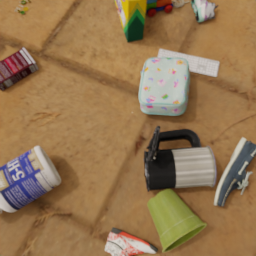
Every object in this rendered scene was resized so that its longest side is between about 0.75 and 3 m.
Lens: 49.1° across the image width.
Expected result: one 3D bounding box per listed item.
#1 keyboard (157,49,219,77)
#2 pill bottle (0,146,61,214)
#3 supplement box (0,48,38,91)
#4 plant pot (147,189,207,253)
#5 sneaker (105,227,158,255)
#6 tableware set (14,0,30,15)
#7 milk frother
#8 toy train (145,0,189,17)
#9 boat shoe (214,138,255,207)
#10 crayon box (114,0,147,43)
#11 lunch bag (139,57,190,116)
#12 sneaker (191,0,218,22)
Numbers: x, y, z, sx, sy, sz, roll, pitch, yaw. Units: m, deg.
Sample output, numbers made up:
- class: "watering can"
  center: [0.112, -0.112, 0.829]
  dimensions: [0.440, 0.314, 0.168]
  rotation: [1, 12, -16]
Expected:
- class: "keyboard"
  center: [2.525, -2.764, 11.911]
  dimensions: [2.591, 0.138, 0.729]
  rotation: [14, 70, 6]
- class: "pill bottle"
  center: [-3.735, 1.884, 9.381]
  dimensions: [2.569, 1.537, 1.537]
  rotation: [-32, 72, -12]
- class: "supplement box"
  center: [-4.753, -2.415, 11.555]
  dimensions: [1.775, 0.540, 0.966]
  rotation: [-35, 74, -13]
- class: "plant pot"
  center: [1.411, 2.899, 9.116]
  dimensions: [1.634, 1.634, 1.551]
  rotation: [-28, 60, -10]
- class: "sneaker"
  center: [0.067, 3.982, 9.113]
  dimensions: [1.661, 0.555, 0.890]
  rotation: [20, 71, 11]
- class: "tableware set"
  center: [-4.865, -5.656, 13.020]
  dimensions: [0.583, 0.133, 0.866]
  rotation: [25, 71, 9]
- class: "milk frother"
  center: [1.671, 0.993, 9.149]
  dimensions: [2.256, 2.399, 2.165]
  rotation: [-5, 85, -1]
- class: "toy train"
  center: [1.769, -5.929, 12.492]
  dimensions: [2.254, 1.304, 0.954]
  rotation: [-15, 70, -5]
- class: "boat shoe"
  center: [3.829, 1.610, 9.803]
  dimensions: [0.854, 1.035, 2.763]
  rotation: [26, 62, 21]
- class: "crayon box"
  center: [-0.021, -5.503, 11.729]
  dimensions: [0.816, 2.415, 2.799]
  rotation: [-14, 70, -5]
- class: "lunch bag"
  center: [1.371, -1.647, 10.852]
  dimensions: [1.927, 0.926, 2.403]
  rotation: [2, 59, 17]
- class: "sneaker"
  center: [3.550, -5.608, 12.785]
  dimensions: [1.144, 0.636, 1.635]
  rotation: [-9, 79, -5]
